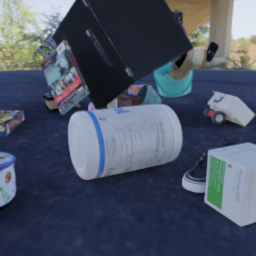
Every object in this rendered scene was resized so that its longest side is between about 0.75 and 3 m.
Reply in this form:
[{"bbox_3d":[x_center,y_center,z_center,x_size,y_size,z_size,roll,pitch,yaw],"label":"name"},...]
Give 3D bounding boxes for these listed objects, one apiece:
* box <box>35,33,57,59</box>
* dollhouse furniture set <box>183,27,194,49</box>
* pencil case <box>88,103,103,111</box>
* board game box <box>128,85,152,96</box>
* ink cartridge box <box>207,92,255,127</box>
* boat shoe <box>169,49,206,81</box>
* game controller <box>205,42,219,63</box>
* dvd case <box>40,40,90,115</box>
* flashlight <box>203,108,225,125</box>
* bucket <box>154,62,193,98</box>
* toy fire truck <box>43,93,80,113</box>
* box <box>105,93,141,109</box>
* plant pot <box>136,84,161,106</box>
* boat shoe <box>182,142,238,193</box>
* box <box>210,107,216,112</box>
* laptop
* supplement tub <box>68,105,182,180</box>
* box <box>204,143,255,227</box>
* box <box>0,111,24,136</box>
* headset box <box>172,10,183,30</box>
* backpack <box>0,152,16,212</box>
[{"bbox_3d":[-2.937,-3.063,12.617,0.791,2.256,0.725,-23,34,43],"label":"box"},{"bbox_3d":[1.642,-3.175,11.248,1.511,1.426,0.986,-6,-25,-20],"label":"dollhouse furniture set"},{"bbox_3d":[-1.383,-0.792,12.058,0.670,0.670,1.534,-2,16,-8],"label":"pencil case"},{"bbox_3d":[0.626,-1.751,14.971,0.992,0.992,0.993,-6,16,-19],"label":"board game box"},{"bbox_3d":[3.945,-0.797,11.125,1.108,0.637,1.893,38,4,-17],"label":"ink cartridge box"},{"bbox_3d":[1.674,-2.006,8.777,0.653,0.726,2.012,8,-6,-14],"label":"boat shoe"},{"bbox_3d":[3.921,-3.591,13.301,0.488,0.936,0.197,40,42,21],"label":"game controller"},{"bbox_3d":[-1.740,-1.345,7.578,1.188,1.627,0.179,-33,-14,34],"label":"dvd case"},{"bbox_3d":[3.438,-0.512,11.351,0.520,0.518,1.531,-41,12,5],"label":"flashlight"},{"bbox_3d":[2.908,-3.085,17.832,2.461,1.601,2.461,-8,30,5],"label":"bucket"},{"bbox_3d":[-3.120,-1.227,13.459,1.599,1.029,1.407,-17,19,-19],"label":"toy fire truck"},{"bbox_3d":[-0.216,-0.839,11.529,1.173,0.963,0.973,-12,22,-39],"label":"box"},{"bbox_3d":[0.883,-1.106,12.341,0.914,1.364,1.364,24,8,-17],"label":"plant pot"},{"bbox_3d":[1.896,0.759,6.088,2.094,0.694,0.732,-13,20,-40],"label":"boat shoe"},{"bbox_3d":[4.464,-1.022,13.231,0.909,0.498,1.030,2,16,2],"label":"box"},{"bbox_3d":[-0.298,-2.519,8.231,1.734,2.802,2.992,-30,-2,-45],"label":"laptop"},{"bbox_3d":[-0.098,0.265,6.426,2.267,1.496,1.496,-8,17,-27],"label":"supplement tub"},{"bbox_3d":[2.014,0.917,4.820,1.050,1.045,0.900,-7,17,-26],"label":"box"},{"bbox_3d":[-4.897,-0.202,10.217,1.585,0.437,2.321,-2,15,-6],"label":"box"},{"bbox_3d":[1.553,-3.796,10.434,1.016,0.755,0.381,-35,51,-18],"label":"headset box"},{"bbox_3d":[-2.863,0.797,4.704,1.857,1.502,1.950,5,9,-23],"label":"backpack"}]
